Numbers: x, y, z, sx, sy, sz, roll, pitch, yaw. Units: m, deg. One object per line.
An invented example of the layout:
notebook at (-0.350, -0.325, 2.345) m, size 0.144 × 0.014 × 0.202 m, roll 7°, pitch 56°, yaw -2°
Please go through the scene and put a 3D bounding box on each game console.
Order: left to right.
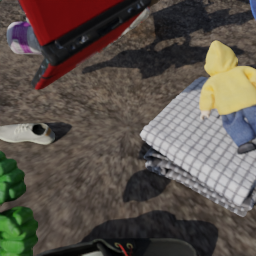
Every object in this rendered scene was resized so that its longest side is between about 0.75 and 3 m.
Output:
game console at (-0.613, -1.435, 3.316) m, size 1.676 × 1.444 × 0.995 m, roll -43°, pitch 100°, yaw -30°

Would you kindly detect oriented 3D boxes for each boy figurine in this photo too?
boy figurine at (1.822, -0.556, 4.952) m, size 1.275 × 0.661 × 2.050 m, roll -26°, pitch 72°, yaw 19°

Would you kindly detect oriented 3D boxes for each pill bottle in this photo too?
pill bottle at (-2.002, -2.037, 6.366) m, size 1.286 × 0.722 × 0.722 m, roll 5°, pitch 46°, yaw 15°

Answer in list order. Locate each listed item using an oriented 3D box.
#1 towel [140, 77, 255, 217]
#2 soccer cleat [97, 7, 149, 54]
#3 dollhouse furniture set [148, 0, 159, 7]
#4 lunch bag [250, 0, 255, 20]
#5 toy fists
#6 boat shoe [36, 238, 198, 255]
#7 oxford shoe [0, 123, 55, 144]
towel at (1.957, 0.265, 6.094) m, size 2.391 × 1.236 × 2.888 m, roll 29°, pitch 52°, yaw 24°
soccer cleat at (-0.442, -2.100, 5.909) m, size 2.418 × 0.830 × 1.030 m, roll 12°, pitch 83°, yaw 53°
dollhouse furniture set at (-0.029, -4.529, 7.242) m, size 1.990 × 2.839 × 2.001 m, roll -37°, pitch 87°, yaw -19°
lunch bag at (3.496, -2.669, 6.096) m, size 1.200 × 1.814 × 1.233 m, roll -20°, pitch 50°, yaw 37°
toy fists at (-1.598, 1.007, 3.485) m, size 0.731 × 0.493 × 1.434 m, roll -16°, pitch 87°, yaw 3°
boat shoe at (-0.236, 2.306, 4.374) m, size 2.964 × 0.929 × 1.084 m, roll -7°, pitch 46°, yaw -9°
oxford shoe at (-2.503, 0.078, 6.796) m, size 1.464 × 0.423 × 0.550 m, roll 5°, pitch 50°, yaw 8°
